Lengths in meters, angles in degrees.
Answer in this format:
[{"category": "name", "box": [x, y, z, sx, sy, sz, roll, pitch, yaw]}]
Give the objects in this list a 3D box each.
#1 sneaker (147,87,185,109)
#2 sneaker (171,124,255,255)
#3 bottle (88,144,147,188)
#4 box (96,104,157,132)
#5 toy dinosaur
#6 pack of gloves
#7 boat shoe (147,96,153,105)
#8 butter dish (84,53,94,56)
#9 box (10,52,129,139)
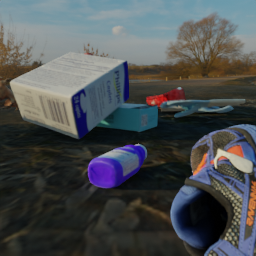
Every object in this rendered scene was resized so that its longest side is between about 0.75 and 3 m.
[{"category": "sneaker", "box": [1.465, -1.037, 11.279, 1.252, 0.849, 2.167, -11, -5, -6]}, {"category": "sneaker", "box": [0.825, 0.548, 2.337, 0.991, 0.952, 2.527, -5, 8, 2]}, {"category": "bottle", "box": [-0.075, 0.488, 3.978, 0.488, 0.381, 1.168, 4, 11, 27]}, {"category": "box", "box": [-0.450, -0.373, 8.004, 2.426, 0.596, 0.998, 7, 13, 33]}, {"category": "toy dinosaur", "box": [-4.168, -1.039, 8.761, 1.616, 1.095, 0.694, 1, 12, -18]}, {"category": "pack of gloves", "box": [2.466, -0.570, 9.903, 2.693, 0.531, 2.262, 0, -5, 9]}, {"category": "boat shoe", "box": [1.599, -1.269, 12.762, 1.599, 0.597, 0.742, -3, 19, -13]}, {"category": "butter dish", "box": [-1.512, -2.093, 10.207, 1.814, 1.341, 1.809, -18, 54, -35]}, {"category": "box", "box": [-1.339, -0.930, 6.991, 1.971, 1.125, 2.144, 16, 40, 29]}]
